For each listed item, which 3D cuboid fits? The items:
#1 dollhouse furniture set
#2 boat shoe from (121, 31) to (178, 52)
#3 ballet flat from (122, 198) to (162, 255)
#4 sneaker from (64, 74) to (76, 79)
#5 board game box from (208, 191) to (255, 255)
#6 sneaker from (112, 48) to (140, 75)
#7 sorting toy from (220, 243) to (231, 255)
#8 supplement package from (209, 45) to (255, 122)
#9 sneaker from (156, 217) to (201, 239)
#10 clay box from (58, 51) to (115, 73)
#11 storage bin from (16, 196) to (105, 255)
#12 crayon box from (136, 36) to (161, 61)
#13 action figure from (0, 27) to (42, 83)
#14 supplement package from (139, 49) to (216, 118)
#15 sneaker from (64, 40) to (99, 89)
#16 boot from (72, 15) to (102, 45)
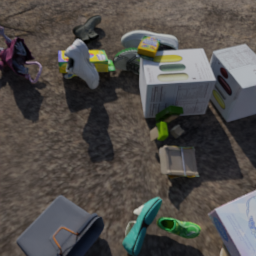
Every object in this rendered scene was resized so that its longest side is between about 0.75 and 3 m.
[{"bbox_3d":[1.613,0.617,10.568,1.393,1.076,2.787,5,68,-24],"label":"dollhouse furniture set"},{"bbox_3d":[1.090,-4.117,13.955,2.896,1.010,1.031,3,48,-2],"label":"boat shoe"},{"bbox_3d":[0.363,2.890,8.592,0.666,0.637,1.891,17,67,33],"label":"ballet flat"},{"bbox_3d":[-2.642,-2.598,13.173,0.789,0.414,0.299,-20,56,-15],"label":"sneaker"},{"bbox_3d":[4.299,3.261,8.150,2.871,0.626,2.885,-15,62,-21],"label":"board game box"},{"bbox_3d":[0.685,-2.876,12.944,2.883,1.125,1.228,7,53,5],"label":"sneaker"},{"bbox_3d":[3.156,3.953,8.099,1.161,0.404,1.154,27,56,6],"label":"sorting toy"},{"bbox_3d":[4.443,-1.822,11.527,1.597,2.076,2.171,-16,54,-12],"label":"supplement package"},{"bbox_3d":[1.511,3.046,8.476,1.343,0.561,0.498,8,76,11],"label":"sneaker"},{"bbox_3d":[-1.944,-3.121,13.089,2.554,0.608,1.468,-5,35,-12],"label":"clay box"},{"bbox_3d":[-2.011,3.106,8.049,1.504,1.630,2.239,31,61,22],"label":"storage bin"},{"bbox_3d":[0.815,-3.200,11.207,0.723,0.297,1.150,16,52,7],"label":"crayon box"},{"bbox_3d":[-5.403,-3.434,13.222,2.797,2.083,1.874,18,81,45],"label":"action figure"},{"bbox_3d":[1.879,-1.831,11.606,2.608,1.965,1.979,-4,53,-3],"label":"supplement package"},{"bbox_3d":[-2.030,-2.467,11.732,1.149,2.312,0.901,-36,44,-15],"label":"sneaker"},{"bbox_3d":[-1.939,-5.230,15.137,1.909,0.646,1.247,-38,66,-17],"label":"boot"}]
